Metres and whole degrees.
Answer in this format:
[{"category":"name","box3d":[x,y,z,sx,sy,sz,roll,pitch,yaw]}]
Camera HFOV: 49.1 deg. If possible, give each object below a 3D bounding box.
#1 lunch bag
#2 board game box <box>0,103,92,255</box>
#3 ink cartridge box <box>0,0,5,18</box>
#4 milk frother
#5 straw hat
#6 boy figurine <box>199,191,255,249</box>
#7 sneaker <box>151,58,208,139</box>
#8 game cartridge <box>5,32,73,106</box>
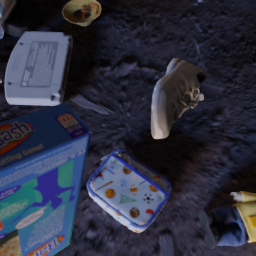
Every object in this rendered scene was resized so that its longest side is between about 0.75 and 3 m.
[{"category":"lunch bag","box3d":[0.011,1.319,6.266,1.743,0.659,1.397,35,66,16]},{"category":"board game box","box3d":[-1.424,1.040,3.016,1.844,2.425,0.546,-24,55,-38]},{"category":"ink cartridge box","box3d":[-3.806,-3.777,7.192,1.016,0.990,1.580,-1,65,0]},{"category":"milk frother","box3d":[-3.736,-4.019,8.325,1.897,2.102,1.977,13,63,2]},{"category":"straw hat","box3d":[-1.431,-3.548,8.951,1.217,0.515,1.217,0,63,0]},{"category":"boy figurine","box3d":[2.702,1.986,5.873,2.240,0.722,1.393,-8,59,-2]},{"category":"sneaker","box3d":[1.078,-0.674,5.756,0.933,0.851,2.276,15,53,16]},{"category":"game cartridge","box3d":[-2.562,-1.731,8.021,1.653,0.502,2.480,4,62,-2]}]
